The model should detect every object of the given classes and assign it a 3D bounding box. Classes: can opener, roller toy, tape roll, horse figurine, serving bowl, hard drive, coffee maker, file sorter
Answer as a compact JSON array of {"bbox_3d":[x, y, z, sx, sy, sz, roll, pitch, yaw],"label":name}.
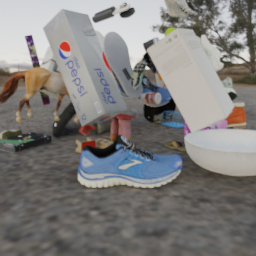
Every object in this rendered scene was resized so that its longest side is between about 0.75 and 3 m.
[{"bbox_3d":[-0.417,-3.005,7.438,1.233,0.410,0.325,-1,48,32],"label":"can opener"},{"bbox_3d":[2.436,-2.793,12.855,2.031,2.906,2.651,-7,56,-7],"label":"roller toy"},{"bbox_3d":[-1.572,-3.154,12.441,1.903,1.903,1.307,-12,60,-46],"label":"tape roll"},{"bbox_3d":[-2.334,-1.090,8.217,2.827,1.873,0.706,1,17,-39],"label":"horse figurine"},{"bbox_3d":[3.008,0.727,7.925,2.811,0.925,2.811,-2,11,0],"label":"serving bowl"},{"bbox_3d":[-3.897,0.523,10.483,1.177,0.319,1.685,7,13,31],"label":"hard drive"},{"bbox_3d":[1.692,-1.144,14.598,1.555,1.493,1.047,-21,59,-28],"label":"coffee maker"},{"bbox_3d":[2.357,-0.437,14.130,0.789,0.697,1.137,-8,15,-31],"label":"file sorter"}]

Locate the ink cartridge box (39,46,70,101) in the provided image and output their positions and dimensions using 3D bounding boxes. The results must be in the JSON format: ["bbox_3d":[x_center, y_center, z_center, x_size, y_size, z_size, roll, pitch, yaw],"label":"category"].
[{"bbox_3d":[-2.360,-1.861,9.523,0.663,1.579,1.152,3,-17,46],"label":"ink cartridge box"}]

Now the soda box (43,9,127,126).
[{"bbox_3d":[-1.141,-1.578,7.443,0.921,2.904,0.991,-26,-7,36],"label":"soda box"}]

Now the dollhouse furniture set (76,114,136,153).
[{"bbox_3d":[-0.763,0.198,10.011,2.148,1.156,0.874,-11,16,-44],"label":"dollhouse furniture set"}]

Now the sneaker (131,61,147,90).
[{"bbox_3d":[0.348,-1.752,9.335,0.404,1.043,0.415,16,-11,19],"label":"sneaker"}]

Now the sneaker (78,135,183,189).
[{"bbox_3d":[0.087,0.809,7.025,2.679,1.194,1.052,-1,12,-8],"label":"sneaker"}]

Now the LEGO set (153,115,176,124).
[{"bbox_3d":[2.015,-0.462,15.248,1.661,0.471,1.078,-21,18,-26],"label":"LEGO set"}]

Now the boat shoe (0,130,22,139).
[{"bbox_3d":[-4.770,0.330,11.144,0.455,0.497,1.331,-3,3,10],"label":"boat shoe"}]

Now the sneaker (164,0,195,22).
[{"bbox_3d":[1.092,-2.972,6.775,1.243,0.467,0.504,15,-35,-43],"label":"sneaker"}]

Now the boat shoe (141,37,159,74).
[{"bbox_3d":[0.918,-2.831,11.449,0.783,0.826,2.363,-14,-12,1],"label":"boat shoe"}]

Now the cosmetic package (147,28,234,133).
[{"bbox_3d":[1.814,-1.361,7.891,1.114,2.627,1.413,-27,0,32],"label":"cosmetic package"}]

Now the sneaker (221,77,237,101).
[{"bbox_3d":[3.024,-1.300,10.429,2.096,0.929,0.806,-12,-32,43],"label":"sneaker"}]

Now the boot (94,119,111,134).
[{"bbox_3d":[-0.702,-0.253,13.034,1.597,0.828,2.444,2,12,3],"label":"boot"}]

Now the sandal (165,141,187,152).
[{"bbox_3d":[1.773,0.632,10.047,0.421,0.283,1.047,-9,15,-37],"label":"sandal"}]

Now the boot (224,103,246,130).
[{"bbox_3d":[4.452,-0.598,13.358,2.553,1.369,0.958,-5,15,-17],"label":"boot"}]

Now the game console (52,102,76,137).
[{"bbox_3d":[-2.280,-0.331,12.934,1.444,2.182,2.481,39,0,-18],"label":"game console"}]

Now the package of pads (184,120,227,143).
[{"bbox_3d":[2.961,0.151,10.718,1.566,0.943,0.592,-1,11,-5],"label":"package of pads"}]

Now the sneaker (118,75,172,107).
[{"bbox_3d":[0.734,-1.550,11.483,2.301,0.904,1.026,9,-32,-6],"label":"sneaker"}]

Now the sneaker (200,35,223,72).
[{"bbox_3d":[2.525,-2.270,8.481,0.483,1.205,0.424,-19,-3,22],"label":"sneaker"}]

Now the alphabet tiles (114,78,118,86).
[{"bbox_3d":[-1.315,-2.108,13.266,2.657,0.100,2.221,6,30,-25],"label":"alphabet tiles"}]

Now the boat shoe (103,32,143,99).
[{"bbox_3d":[-0.276,-2.158,9.984,0.856,2.495,0.706,-30,21,-14],"label":"boat shoe"}]

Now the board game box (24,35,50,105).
[{"bbox_3d":[-3.997,-2.507,12.416,0.432,2.678,1.607,-16,-11,-10],"label":"board game box"}]

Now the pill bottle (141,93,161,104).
[{"bbox_3d":[0.877,-1.162,10.903,0.752,0.422,0.422,9,15,38],"label":"pill bottle"}]
